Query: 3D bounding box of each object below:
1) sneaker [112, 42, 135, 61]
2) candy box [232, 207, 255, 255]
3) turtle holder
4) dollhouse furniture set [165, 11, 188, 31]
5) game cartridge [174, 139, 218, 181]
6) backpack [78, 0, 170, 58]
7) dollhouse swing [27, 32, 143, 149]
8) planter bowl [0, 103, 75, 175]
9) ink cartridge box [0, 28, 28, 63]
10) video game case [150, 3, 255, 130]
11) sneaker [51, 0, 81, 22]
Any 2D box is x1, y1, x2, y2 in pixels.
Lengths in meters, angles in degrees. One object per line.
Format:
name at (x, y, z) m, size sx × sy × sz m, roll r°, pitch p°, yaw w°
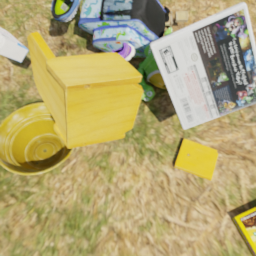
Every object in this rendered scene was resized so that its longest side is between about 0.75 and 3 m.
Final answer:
sneaker at (-0.358, -1.882, 7.670) m, size 1.162 × 0.485 × 0.468 m, roll -44°, pitch 37°, yaw 21°
candy box at (4.205, 2.607, 7.789) m, size 2.293 × 0.303 × 1.172 m, roll -20°, pitch 65°, yaw -11°
turtle holder at (1.272, -2.093, 9.635) m, size 1.636 × 1.751 × 2.304 m, roll 46°, pitch 54°, yaw 3°
dollhouse furniture set at (1.584, -3.849, 11.353) m, size 1.551 × 0.862 × 1.371 m, roll -2°, pitch 85°, yaw -1°
game cartridge at (2.152, 0.983, 8.793) m, size 1.183 × 0.192 × 1.043 m, roll 21°, pitch 62°, yaw 9°
backpack at (-0.300, -3.700, 10.040) m, size 2.803 × 2.565 × 2.060 m, roll 14°, pitch 94°, yaw 28°
dollhouse swing at (-0.949, -0.897, 5.851) m, size 1.868 × 2.055 × 1.807 m, roll -10°, pitch 58°, yaw -17°
planter bowl at (-2.654, 0.495, 8.542) m, size 2.476 × 1.031 × 2.476 m, roll 0°, pitch 57°, yaw 0°
ink cartridge box at (-3.446, -2.376, 7.657) m, size 1.321 × 0.760 × 0.448 m, roll 41°, pitch 102°, yaw 28°
video game case at (2.128, -1.445, 7.259) m, size 2.377 × 2.614 × 0.305 m, roll -21°, pitch 26°, yaw 12°
sneaker at (-1.605, -4.171, 8.317) m, size 0.890 × 2.267 × 1.010 m, roll 29°, pitch 22°, yaw -11°
